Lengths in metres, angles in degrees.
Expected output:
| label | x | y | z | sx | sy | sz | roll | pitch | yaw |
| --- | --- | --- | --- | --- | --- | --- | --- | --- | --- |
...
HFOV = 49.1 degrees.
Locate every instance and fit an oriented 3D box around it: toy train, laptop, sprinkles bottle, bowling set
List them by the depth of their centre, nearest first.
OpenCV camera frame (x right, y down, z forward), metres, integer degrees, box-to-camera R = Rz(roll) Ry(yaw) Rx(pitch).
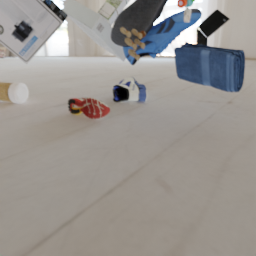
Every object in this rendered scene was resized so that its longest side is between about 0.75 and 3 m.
| label | x | y | z | sx | sy | sz | roll | pitch | yaw |
| --- | --- | --- | --- | --- | --- | --- | --- | --- | --- |
| toy train | 1.422 | -3.035 | 5.541 | 0.468 | 1.683 | 1.264 | 12 | 1 | 27 |
| bowling set | 0.235 | -2.176 | 6.882 | 0.614 | 0.882 | 0.473 | -36 | 50 | -5 |
| laptop | 2.968 | -3.260 | 10.032 | 0.780 | 1.510 | 1.338 | -8 | 36 | 2 |
| sprinkles bottle | -5.560 | -1.551 | 11.997 | 2.524 | 0.861 | 0.861 | 6 | 19 | 19 |

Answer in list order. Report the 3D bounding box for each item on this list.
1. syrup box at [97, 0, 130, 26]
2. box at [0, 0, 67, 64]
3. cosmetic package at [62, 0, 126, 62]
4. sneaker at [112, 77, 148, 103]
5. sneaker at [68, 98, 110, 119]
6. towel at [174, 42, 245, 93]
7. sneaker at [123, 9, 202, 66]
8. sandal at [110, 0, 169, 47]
| label | x | y | z | sx | sy | sz | roll | pitch | yaw |
| --- | --- | --- | --- | --- | --- | --- | --- | --- | --- |
| syrup box | -0.442 | -4.255 | 9.674 | 0.506 | 1.286 | 0.524 | 37 | 0 | 8 |
| box | -2.161 | -2.189 | 4.794 | 1.130 | 1.937 | 0.582 | -37 | 29 | 20 |
| cosmetic package | -1.066 | -3.454 | 10.040 | 1.727 | 0.592 | 2.291 | 37 | 4 | 29 |
| sneaker | -0.185 | -1.692 | 12.347 | 1.311 | 0.917 | 2.269 | -5 | 20 | -23 |
| sneaker | -1.303 | -0.791 | 9.845 | 1.848 | 0.719 | 0.759 | 16 | 22 | 39 |
| towel | 2.228 | -1.710 | 7.820 | 0.502 | 1.154 | 2.067 | -32 | 37 | -29 |
| sneaker | 1.044 | -2.635 | 8.321 | 2.503 | 0.981 | 0.825 | -20 | -5 | 15 |
| sandal | 0.556 | -3.140 | 7.467 | 0.960 | 2.523 | 0.540 | 48 | 15 | 20 |
